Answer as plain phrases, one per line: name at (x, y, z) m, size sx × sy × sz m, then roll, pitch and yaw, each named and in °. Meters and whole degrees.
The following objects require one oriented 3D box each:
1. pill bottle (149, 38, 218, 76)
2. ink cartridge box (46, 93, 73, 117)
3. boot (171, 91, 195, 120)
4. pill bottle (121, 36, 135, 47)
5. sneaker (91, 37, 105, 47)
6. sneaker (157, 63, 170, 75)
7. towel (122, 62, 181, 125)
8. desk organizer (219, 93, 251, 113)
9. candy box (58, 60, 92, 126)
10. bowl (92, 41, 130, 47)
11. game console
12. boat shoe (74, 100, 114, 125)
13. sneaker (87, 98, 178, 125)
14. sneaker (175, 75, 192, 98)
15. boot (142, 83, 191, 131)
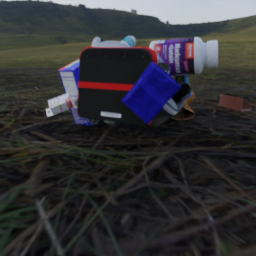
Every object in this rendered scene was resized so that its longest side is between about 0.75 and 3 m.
pill bottle at (2.156, -2.751, 10.890) m, size 2.518 × 1.403 × 1.403 m, roll -1°, pitch 15°, yaw 16°
ink cartridge box at (-2.412, -0.786, 9.635) m, size 0.949 × 0.320 × 0.553 m, roll -23°, pitch 40°, yaw -7°
boot at (2.369, -0.979, 12.466) m, size 2.566 × 0.945 × 1.985 m, roll -15°, pitch 27°, yaw -21°
pill bottle at (-0.023, -3.780, 12.619) m, size 0.531 × 0.531 × 0.959 m, roll 9°, pitch 42°, yaw 28°
sneaker at (-1.138, -2.959, 12.371) m, size 1.065 × 1.871 × 0.706 m, roll 6°, pitch 8°, yaw -26°
sneaker at (0.907, -1.586, 11.063) m, size 0.950 × 2.420 × 1.079 m, roll 46°, pitch 39°, yaw 14°
towel at (0.538, -0.851, 6.974) m, size 0.963 × 1.304 × 0.323 m, roll 42°, pitch 17°, yaw 8°
desk organizer at (5.272, -1.262, 13.843) m, size 0.601 × 0.646 × 1.677 m, roll -6°, pitch 17°, yaw -20°
candy box at (-1.513, -1.511, 10.896) m, size 0.873 × 2.265 × 1.915 m, roll 6°, pitch 32°, yaw 31°
bowl at (-0.736, -2.340, 12.383) m, size 2.730 × 2.730 × 1.227 m, roll -3°, pitch 52°, yaw -10°
game console at (-0.371, -1.198, 7.749) m, size 2.326 × 2.057 × 0.361 m, roll 7°, pitch 11°, yaw 23°
boat shoe at (-1.112, -0.692, 9.955) m, size 1.729 × 0.634 × 0.644 m, roll 25°, pitch 6°, yaw -38°
sneaker at (-0.084, -0.671, 8.486) m, size 2.831 × 2.046 × 1.076 m, roll 36°, pitch 20°, yaw 12°
sneaker at (2.184, -2.029, 11.923) m, size 0.700 × 1.689 × 0.599 m, roll -18°, pitch -14°, yaw 16°
boot at (1.722, -1.036, 10.080) m, size 2.757 × 0.962 × 1.815 m, roll -47°, pitch 0°, yaw -37°
